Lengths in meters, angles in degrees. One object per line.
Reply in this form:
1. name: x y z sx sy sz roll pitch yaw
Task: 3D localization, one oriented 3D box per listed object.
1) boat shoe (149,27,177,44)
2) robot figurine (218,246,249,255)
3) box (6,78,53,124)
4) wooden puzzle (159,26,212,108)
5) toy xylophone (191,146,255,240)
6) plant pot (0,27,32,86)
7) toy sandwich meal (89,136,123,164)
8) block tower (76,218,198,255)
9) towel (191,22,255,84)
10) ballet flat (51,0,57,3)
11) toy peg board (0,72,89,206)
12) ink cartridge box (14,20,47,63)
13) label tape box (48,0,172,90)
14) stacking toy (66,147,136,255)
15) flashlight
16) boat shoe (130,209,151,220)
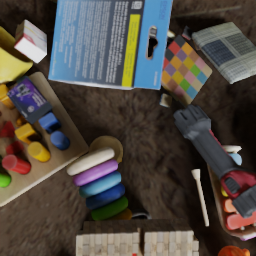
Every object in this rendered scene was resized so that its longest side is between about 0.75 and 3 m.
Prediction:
1. boat shoe: 0.286 -2.759 7.822 2.203 0.806 0.714 26 111 6
2. robot figurine: 2.245 2.960 6.071 0.631 1.083 0.779 10 57 24
3. box: -2.307 -0.632 6.546 0.637 0.356 0.903 -43 69 -6
4. wooden puzzle: 1.420 -1.512 7.398 1.392 0.165 2.348 43 70 -13
5. toy xylophone: 2.301 1.484 6.437 1.575 0.540 2.151 -8 76 -36
6. plant pot: -3.697 -1.595 6.901 1.802 1.915 1.915 -45 78 9
7. toy sandwich meal: -0.546 0.660 7.089 0.947 0.324 0.947 0 70 1
8. block tower: 0.158 2.182 5.428 2.266 0.655 0.612 0 95 -7
9. towel: 2.766 -2.068 7.577 1.795 0.310 1.729 -25 70 -30
10. ballet flat: -1.274 -3.815 7.397 2.294 0.830 0.778 12 71 24
11. toy peg board: -2.770 0.056 6.742 2.597 1.276 2.608 -32 77 -8
12. ink cartridge box: -2.513 -2.323 7.280 0.399 0.688 1.181 -37 45 22
13. label tape box: -0.392 -2.027 6.870 2.884 0.913 2.080 9 94 18
14. stacking toy: -0.339 1.799 6.142 1.123 1.123 2.630 -25 85 -7
15. flashlight: 2.092 0.631 6.276 0.913 0.909 2.686 -27 59 -5
16. boat shoe: -0.274 2.369 6.492 1.728 0.492 0.578 -25 77 -7
